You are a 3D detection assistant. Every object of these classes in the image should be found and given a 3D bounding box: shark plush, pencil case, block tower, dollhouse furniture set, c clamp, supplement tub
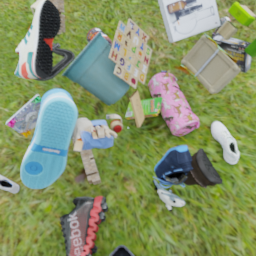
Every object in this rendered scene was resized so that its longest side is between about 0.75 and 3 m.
[{"bbox_3d":[1.404,2.444,10.224,0.570,0.622,1.368,-28,43,-35],"label":"shark plush"},{"bbox_3d":[1.834,-0.983,11.443,1.144,1.196,2.764,4,54,-44],"label":"pencil case"},{"bbox_3d":[-1.475,1.320,10.635,0.447,0.479,1.656,-17,63,-9],"label":"block tower"},{"bbox_3d":[3.384,-2.637,9.560,1.715,2.618,1.314,50,40,11],"label":"dollhouse furniture set"},{"bbox_3d":[-3.048,-2.506,10.426,1.923,0.305,2.251,18,50,15],"label":"c clamp"},{"bbox_3d":[-1.007,-3.126,10.262,0.683,0.683,1.276,-27,47,-13],"label":"supplement tub"},{"bbox_3d":[-2.792,-4.527,10.954,0.445,1.648,0.476,9,18,23],"label":"block tower"}]

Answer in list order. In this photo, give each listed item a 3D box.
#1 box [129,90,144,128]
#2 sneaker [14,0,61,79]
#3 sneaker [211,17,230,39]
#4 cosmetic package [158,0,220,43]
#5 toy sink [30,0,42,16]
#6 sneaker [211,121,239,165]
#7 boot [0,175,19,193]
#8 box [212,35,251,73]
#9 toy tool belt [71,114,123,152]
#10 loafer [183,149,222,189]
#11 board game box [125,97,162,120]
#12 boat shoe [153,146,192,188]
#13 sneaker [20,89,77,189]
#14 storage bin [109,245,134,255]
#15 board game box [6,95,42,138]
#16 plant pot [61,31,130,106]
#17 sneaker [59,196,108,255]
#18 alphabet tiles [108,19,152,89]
[{"bbox_3d":[0.301,-0.623,9.093,0.108,1.015,0.829,-8,21,18],"label":"box"},{"bbox_3d":[-3.193,-2.979,9.453,1.361,1.025,2.911,-2,75,25],"label":"sneaker"},{"bbox_3d":[4.373,-4.441,13.333,0.803,0.867,2.150,11,64,8],"label":"sneaker"},{"bbox_3d":[1.991,-4.349,9.583,1.760,0.603,2.335,-20,106,-2],"label":"cosmetic package"},{"bbox_3d":[-4.217,-5.749,13.944,1.456,0.949,0.816,34,69,15],"label":"toy sink"},{"bbox_3d":[3.854,0.461,10.926,0.648,0.738,1.843,-17,63,-7],"label":"sneaker"},{"bbox_3d":[-4.613,1.970,10.217,1.281,0.612,0.471,18,64,9],"label":"boot"},{"bbox_3d":[4.037,-2.925,11.007,0.363,1.191,1.504,-43,50,-18],"label":"box"},{"bbox_3d":[-0.811,0.257,7.874,1.566,0.978,0.962,-8,40,-15],"label":"toy tool belt"},{"bbox_3d":[1.893,1.295,7.927,1.020,2.859,1.043,-31,77,7],"label":"loafer"},{"bbox_3d":[0.651,-0.783,11.343,1.645,0.247,0.786,-7,56,40],"label":"board game box"},{"bbox_3d":[1.049,1.104,6.803,0.826,1.964,0.674,-14,65,-5],"label":"boat shoe"},{"bbox_3d":[-2.262,0.212,8.224,1.163,2.924,1.909,20,19,-21],"label":"sneaker"},{"bbox_3d":[-0.390,4.689,8.743,1.157,0.802,1.711,41,69,19],"label":"storage bin"},{"bbox_3d":[-3.232,-0.343,9.401,0.176,1.359,1.359,42,80,16],"label":"board game box"},{"bbox_3d":[-0.878,-1.832,9.286,1.854,1.893,1.893,41,66,-18],"label":"plant pot"},{"bbox_3d":[-1.668,3.588,9.159,1.445,1.045,2.957,12,62,5],"label":"sneaker"},{"bbox_3d":[0.123,-2.276,8.611,0.062,1.620,1.947,-2,67,43],"label":"alphabet tiles"}]
